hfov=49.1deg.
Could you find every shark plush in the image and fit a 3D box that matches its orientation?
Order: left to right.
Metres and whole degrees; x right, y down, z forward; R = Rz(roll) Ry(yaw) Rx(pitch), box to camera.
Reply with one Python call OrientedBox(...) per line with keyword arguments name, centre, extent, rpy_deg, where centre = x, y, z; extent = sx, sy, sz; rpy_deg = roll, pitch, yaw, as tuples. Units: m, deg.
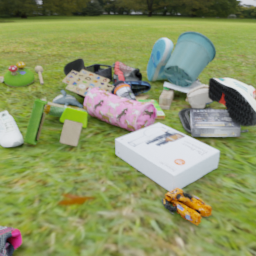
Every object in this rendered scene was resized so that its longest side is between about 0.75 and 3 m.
OrientedBox(name="shark plush", centre=(-2.465, -1.014, 11.762), extent=(1.368, 0.622, 0.570), rpy_deg=(26, 54, 10))

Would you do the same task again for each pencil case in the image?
OrientedBox(name="pencil case", centre=(-0.325, -0.648, 9.980), extent=(2.764, 1.196, 1.144), rpy_deg=(22, -8, 37))

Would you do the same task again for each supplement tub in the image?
OrientedBox(name="supplement tub", centre=(-0.135, -1.277, 11.138), extent=(0.683, 0.683, 1.276), rpy_deg=(-13, 62, -24))

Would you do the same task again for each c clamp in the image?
OrientedBox(name="c clamp", centre=(2.843, -0.223, 10.077), extent=(1.923, 0.305, 2.251), rpy_deg=(-8, 30, -4))

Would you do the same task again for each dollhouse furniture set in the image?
OrientedBox(name="dollhouse furniture set", centre=(-2.395, -0.155, 9.591), extent=(1.715, 1.314, 2.618), rpy_deg=(14, 4, -15))

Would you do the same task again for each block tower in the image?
OrientedBox(name="block tower", centre=(1.671, -1.315, 12.060), extent=(0.447, 0.479, 1.656), rpy_deg=(6, 28, 13))

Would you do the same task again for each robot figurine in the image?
OrientedBox(name="robot figurine", centre=(1.254, 1.668, 6.155), extent=(0.760, 0.305, 1.048), rpy_deg=(-19, 32, -37))

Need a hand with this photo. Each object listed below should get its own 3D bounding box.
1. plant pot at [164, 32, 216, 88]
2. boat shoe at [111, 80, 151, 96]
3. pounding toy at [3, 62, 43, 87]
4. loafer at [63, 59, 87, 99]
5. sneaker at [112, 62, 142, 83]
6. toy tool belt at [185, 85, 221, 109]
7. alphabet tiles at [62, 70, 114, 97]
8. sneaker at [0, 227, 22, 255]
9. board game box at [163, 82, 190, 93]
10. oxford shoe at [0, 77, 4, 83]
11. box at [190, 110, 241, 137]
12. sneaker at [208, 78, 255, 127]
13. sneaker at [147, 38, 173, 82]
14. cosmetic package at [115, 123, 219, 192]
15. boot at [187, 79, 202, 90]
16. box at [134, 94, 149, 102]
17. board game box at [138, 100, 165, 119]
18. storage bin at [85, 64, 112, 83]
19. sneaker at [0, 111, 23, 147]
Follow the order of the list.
OrientedBox(name="plant pot", centre=(2.624, -2.930, 12.501), extent=(1.893, 1.893, 1.854), rpy_deg=(20, 67, 35))
OrientedBox(name="boat shoe", centre=(0.044, -1.766, 12.304), extent=(1.964, 0.826, 0.674), rpy_deg=(-16, 17, -6))
OrientedBox(name="pounding toy", centre=(-5.416, -2.899, 14.380), extent=(1.986, 0.922, 1.533), rpy_deg=(-6, 42, -13))
OrientedBox(name="loafer", centre=(-2.303, -2.238, 13.041), extent=(1.043, 1.020, 2.859), rpy_deg=(-21, 43, 2))
OrientedBox(name="sneaker", centre=(-0.072, -2.559, 13.934), extent=(1.445, 1.045, 2.957), rpy_deg=(-3, 29, -6))
OrientedBox(name="toy tool belt", centre=(3.155, -1.306, 11.382), extent=(1.566, 0.978, 0.962), rpy_deg=(-17, 10, 5))
OrientedBox(name="alphabet tiles", centre=(-1.646, -1.815, 11.663), extent=(1.947, 0.062, 1.620), rpy_deg=(21, 42, 4))
OrientedBox(name="sneaker", centre=(-2.229, 2.289, 4.270), extent=(0.803, 0.867, 2.150), rpy_deg=(-2, 26, -9))
OrientedBox(name="board game box", centre=(2.269, -1.734, 12.662), extent=(1.359, 0.176, 1.359), rpy_deg=(17, 18, 5))
OrientedBox(name="oxford shoe", centre=(-6.321, -2.553, 14.851), extent=(0.948, 0.336, 0.350), rpy_deg=(-23, 58, -38))
OrientedBox(name="box", centre=(2.860, -0.178, 9.338), extent=(1.504, 0.363, 1.191), rpy_deg=(-1, 34, 9))
OrientedBox(name="sneaker", centre=(3.831, -1.014, 9.320), extent=(1.361, 1.025, 2.911), rpy_deg=(-7, 28, -9))
OrientedBox(name="sneaker", centre=(2.150, -3.423, 14.078), extent=(1.909, 2.924, 1.163), rpy_deg=(-4, 70, -13))
OrientedBox(name="cosmetic package", centre=(1.019, 0.701, 7.805), extent=(1.760, 0.603, 2.335), rpy_deg=(-22, 33, -33))
OrientedBox(name="boot", centre=(3.364, -2.018, 13.314), extent=(1.281, 0.612, 0.471), rpy_deg=(-1, 26, -2))
OrientedBox(name="box", centre=(0.370, -1.321, 12.475), extent=(0.829, 0.108, 1.015), rpy_deg=(13, 28, 25))
OrientedBox(name="board game box", centre=(0.874, -0.767, 11.162), extent=(0.786, 0.247, 1.645), rpy_deg=(1, 29, -9))
OrientedBox(name="storage bin", centre=(-1.701, -2.727, 14.563), extent=(1.157, 0.802, 1.711), rpy_deg=(15, 31, 27))
OrientedBox(name="sneaker", centre=(-3.888, 0.042, 9.006), extent=(0.648, 0.738, 1.843), rpy_deg=(-15, 31, -31))
